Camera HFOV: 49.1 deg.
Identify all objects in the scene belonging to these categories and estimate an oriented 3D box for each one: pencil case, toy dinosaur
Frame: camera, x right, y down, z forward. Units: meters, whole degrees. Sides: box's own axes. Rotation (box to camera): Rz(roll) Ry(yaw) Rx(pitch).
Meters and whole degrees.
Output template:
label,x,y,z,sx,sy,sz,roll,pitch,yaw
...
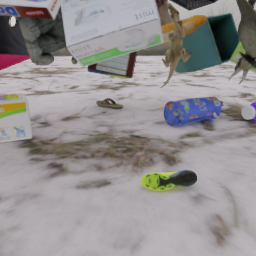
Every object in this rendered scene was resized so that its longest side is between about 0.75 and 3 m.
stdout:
label,x,y,z,sx,sy,sz,roll,pitch,yaw
pencil case,2.129,-0.539,9.031,1.978,0.772,0.859,-9,47,-28
toy dinosaur,3.189,-2.411,6.993,1.094,1.454,2.843,10,-20,25
toy dinosaur,1.126,-1.790,6.668,0.619,2.126,1.075,5,28,5

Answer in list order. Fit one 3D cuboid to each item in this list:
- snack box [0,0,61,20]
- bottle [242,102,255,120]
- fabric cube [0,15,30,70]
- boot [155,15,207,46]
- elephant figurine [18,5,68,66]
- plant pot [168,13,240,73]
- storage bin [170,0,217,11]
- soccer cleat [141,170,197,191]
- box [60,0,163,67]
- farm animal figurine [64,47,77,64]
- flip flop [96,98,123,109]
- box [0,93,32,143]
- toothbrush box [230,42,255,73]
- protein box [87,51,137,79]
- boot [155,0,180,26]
label,x,y,z,sx,sy,sz,roll,pitch,yaw
snack box,-2.275,-2.395,4.874,2.426,0.872,0.295,10,-21,14
bottle,4.693,-0.628,9.538,1.890,0.617,0.790,-9,20,-26
fabric cube,-4.216,-2.612,7.013,2.399,2.361,2.406,-12,6,27
boot,1.508,-2.975,8.525,1.141,0.561,1.594,-35,24,-33
elephant figurine,-1.104,-2.165,5.847,2.155,1.672,1.525,-17,-8,-14
plant pot,2.609,-2.833,10.068,1.525,1.525,2.158,-24,7,-37
storage bin,1.373,-2.818,5.433,1.096,0.741,0.514,-29,58,-32
soccer cleat,0.744,0.972,5.152,1.031,0.333,0.431,-5,-12,-2
box,-0.207,-1.358,3.295,1.057,0.933,0.511,-15,-17,9
farm animal figurine,-1.252,-3.100,8.072,1.957,1.219,2.423,27,-38,-34
flip flop,-0.725,-1.003,11.180,1.207,0.348,0.490,12,21,33
box,-3.809,-0.230,7.471,2.153,1.091,1.211,-8,18,-24
toothbrush box,4.074,-2.692,8.540,0.816,1.895,1.380,32,19,29
protein box,-0.549,-3.149,10.452,1.583,2.346,2.329,10,8,-10
boot,1.105,-3.930,9.250,0.718,1.495,2.045,29,50,30
